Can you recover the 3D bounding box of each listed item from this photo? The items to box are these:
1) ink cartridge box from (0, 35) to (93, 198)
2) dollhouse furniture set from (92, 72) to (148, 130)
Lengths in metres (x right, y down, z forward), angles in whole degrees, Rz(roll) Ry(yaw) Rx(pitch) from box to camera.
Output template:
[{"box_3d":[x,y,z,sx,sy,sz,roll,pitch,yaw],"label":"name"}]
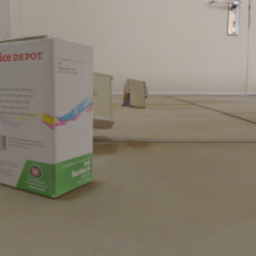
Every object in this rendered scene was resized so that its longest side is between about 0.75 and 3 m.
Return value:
[{"box_3d":[-1.186,-0.187,3.674,1.324,1.822,0.797,5,10,30],"label":"ink cartridge box"},{"box_3d":[-0.675,-0.116,6.237,1.760,1.216,1.864,7,-36,-16],"label":"dollhouse furniture set"}]
